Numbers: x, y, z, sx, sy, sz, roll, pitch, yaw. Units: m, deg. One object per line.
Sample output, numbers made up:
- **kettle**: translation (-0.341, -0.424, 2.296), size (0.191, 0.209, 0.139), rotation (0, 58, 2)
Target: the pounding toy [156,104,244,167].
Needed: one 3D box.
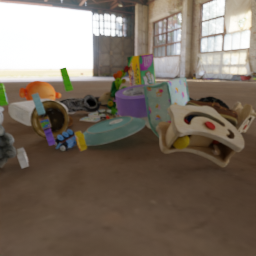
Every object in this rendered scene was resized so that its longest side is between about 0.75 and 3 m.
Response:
- **pounding toy**: translation (1.756, 0.413, 6.926), size (2.501, 1.434, 1.430), rotation (0, 46, -32)

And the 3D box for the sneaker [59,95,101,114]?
- **sneaker**: translation (-2.407, -1.208, 13.880), size (2.202, 0.831, 1.253), rotation (0, -10, -16)

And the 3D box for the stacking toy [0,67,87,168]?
- **stacking toy**: translation (-2.015, -0.213, 6.703), size (1.636, 2.170, 0.510), rotation (-17, 21, -16)

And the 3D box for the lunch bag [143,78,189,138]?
- **lunch bag**: translation (1.447, -0.652, 9.613), size (1.183, 1.941, 1.653), rotation (-7, 8, 35)

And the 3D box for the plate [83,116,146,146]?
- **plate**: translation (-0.569, 0.000, 9.073), size (2.301, 0.294, 2.301), rotation (-15, 15, 4)

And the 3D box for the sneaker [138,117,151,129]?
- **sneaker**: translation (0.921, -0.427, 11.558), size (0.770, 0.724, 1.880), rotation (-3, 23, -22)

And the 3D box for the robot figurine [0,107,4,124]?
- **robot figurine**: translation (-5.202, -0.305, 10.331), size (1.345, 0.896, 1.586), rotation (-34, 13, 3)

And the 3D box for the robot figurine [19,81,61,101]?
- **robot figurine**: translation (-5.224, -1.968, 16.501), size (1.952, 1.582, 2.713), rotation (42, -10, -28)

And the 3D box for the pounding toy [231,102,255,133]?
- **pounding toy**: translation (3.855, -0.073, 9.335), size (1.183, 1.179, 2.062), rotation (35, 10, 27)

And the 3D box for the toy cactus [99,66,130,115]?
- **toy cactus**: translation (-0.613, -1.635, 13.817), size (1.321, 2.583, 2.131), rotation (14, -21, -37)

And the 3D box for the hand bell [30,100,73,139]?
- **hand bell**: translation (-2.482, -0.260, 10.470), size (1.302, 1.302, 2.500), rotation (1, 0, 6)

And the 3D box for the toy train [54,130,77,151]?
- **toy train**: translation (-1.798, 0.379, 8.231), size (0.492, 0.373, 0.861), rotation (44, 33, 5)

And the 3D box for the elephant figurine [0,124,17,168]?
- **elephant figurine**: translation (-3.384, 0.622, 5.986), size (1.312, 1.197, 1.691), rotation (-26, 12, 36)

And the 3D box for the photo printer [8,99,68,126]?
- **photo printer**: translation (-3.882, -0.750, 12.392), size (1.758, 0.734, 2.113), rotation (19, 24, 37)

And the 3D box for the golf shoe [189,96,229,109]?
- **golf shoe**: translation (3.298, -0.810, 12.243), size (2.438, 0.948, 1.152), rotation (16, -8, 37)

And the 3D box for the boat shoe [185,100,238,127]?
- **boat shoe**: translation (2.655, -0.510, 8.926), size (1.691, 0.609, 0.571), rotation (22, 58, 12)

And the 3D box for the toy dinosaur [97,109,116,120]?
- **toy dinosaur**: translation (-1.013, -0.584, 12.615), size (0.623, 0.336, 1.414), rotation (-8, 22, -22)

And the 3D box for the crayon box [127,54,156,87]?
- **crayon box**: translation (0.707, -2.258, 14.448), size (0.846, 2.903, 2.505), rotation (-9, 13, -9)

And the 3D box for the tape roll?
- **tape roll**: translation (0.465, -1.109, 11.261), size (1.891, 0.803, 1.891), rotation (-7, 23, 3)

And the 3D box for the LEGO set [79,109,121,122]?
- **LEGO set**: translation (-0.528, -0.665, 12.705), size (2.745, 0.674, 2.051), rotation (7, 18, 23)

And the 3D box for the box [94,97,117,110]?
- **box**: translation (-0.551, -1.595, 17.147), size (2.098, 0.530, 2.934), rotation (-7, 13, -29)
